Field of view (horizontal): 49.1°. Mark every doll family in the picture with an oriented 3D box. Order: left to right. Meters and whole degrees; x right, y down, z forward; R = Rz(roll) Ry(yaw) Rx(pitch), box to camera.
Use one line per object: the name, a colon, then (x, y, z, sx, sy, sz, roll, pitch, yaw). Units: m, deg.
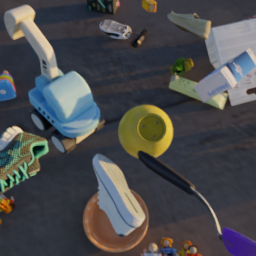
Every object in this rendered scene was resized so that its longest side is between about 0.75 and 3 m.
doll family: (-3.685, 2.344, 7.727, 0.758, 0.550, 1.221, 28, 60, 18)
doll family: (1.154, 3.319, 7.087, 1.592, 0.717, 0.988, -5, 61, 18)

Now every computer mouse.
computer mouse: (-0.264, -4.186, 12.364, 2.062, 0.452, 1.131, 21, 62, 7)

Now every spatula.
spatula: (1.019, 1.094, 4.021, 0.297, 0.817, 2.890, -36, 43, -13)

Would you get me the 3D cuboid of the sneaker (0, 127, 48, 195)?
sneaker: (-2.785, 0.942, 6.730, 1.206, 1.026, 2.644, 9, 40, 4)

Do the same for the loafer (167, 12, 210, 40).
loafer: (1.381, -2.359, 6.266, 1.167, 0.442, 0.399, 41, 108, 30)

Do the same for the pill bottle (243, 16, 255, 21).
pill bottle: (4.835, -3.898, 11.726, 1.942, 1.109, 1.109, -26, 59, -17)

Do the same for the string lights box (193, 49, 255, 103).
string lights box: (2.491, -1.330, 7.047, 1.727, 0.887, 0.509, -36, 93, -39)

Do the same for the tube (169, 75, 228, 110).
tube: (2.581, -1.361, 10.350, 2.101, 0.545, 0.609, 24, 100, 12)

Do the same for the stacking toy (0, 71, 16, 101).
stacking toy: (-4.644, -1.732, 10.561, 0.778, 0.823, 1.417, -15, 42, -4)

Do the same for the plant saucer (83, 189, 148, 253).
plant saucer: (-0.339, 2.514, 7.746, 1.783, 0.334, 1.783, 0, 55, -1)

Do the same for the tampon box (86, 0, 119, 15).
tampon box: (-1.206, -6.163, 13.358, 1.349, 1.011, 0.852, 14, 56, 9)

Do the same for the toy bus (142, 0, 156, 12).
toy bus: (0.700, -4.107, 9.344, 0.354, 0.294, 0.904, -5, 35, -10)

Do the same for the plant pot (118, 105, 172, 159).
plant pot: (0.396, 0.049, 5.627, 1.161, 0.824, 1.161, 0, 84, -4)

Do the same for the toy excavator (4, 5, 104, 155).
toy excavator: (-1.605, -1.029, 6.157, 2.442, 2.512, 1.255, 42, 57, 18)

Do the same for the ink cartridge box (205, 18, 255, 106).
ink cartridge box: (4.432, -2.525, 10.684, 2.413, 0.847, 2.969, -15, 95, -9)

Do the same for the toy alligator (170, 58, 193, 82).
toy alligator: (1.917, -2.283, 10.479, 0.707, 0.513, 2.134, -16, 17, 28)

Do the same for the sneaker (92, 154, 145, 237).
sneaker: (-0.348, 1.191, 5.154, 0.601, 0.620, 1.698, -48, 44, 15)
